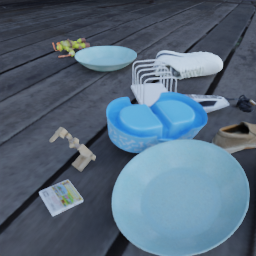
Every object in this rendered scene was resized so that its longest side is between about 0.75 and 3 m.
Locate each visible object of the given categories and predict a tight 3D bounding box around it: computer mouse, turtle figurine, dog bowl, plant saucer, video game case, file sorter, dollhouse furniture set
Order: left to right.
[{"bbox_3d":[-1.511,1.549,6.304,0.729,0.092,0.801,-21,37,-29],"label":"video game case"},{"bbox_3d":[-3.139,-4.488,15.184,1.814,0.724,2.249,-18,36,-25],"label":"turtle figurine"},{"bbox_3d":[-1.304,0.559,6.698,0.587,1.132,0.501,24,69,46],"label":"dollhouse furniture set"},{"bbox_3d":[-1.053,-3.254,13.406,2.929,0.564,2.929,1,32,0],"label":"plant saucer"},{"bbox_3d":[0.922,-1.657,10.358,1.281,1.150,1.847,-7,34,-10],"label":"file sorter"},{"bbox_3d":[0.772,-0.161,7.826,2.981,0.739,1.662,-10,46,-27],"label":"dog bowl"},{"bbox_3d":[1.018,1.374,5.747,2.719,0.523,2.719,-12,40,11],"label":"plant saucer"},{"bbox_3d":[2.882,-0.781,9.476,2.534,0.556,1.389,2,17,6],"label":"computer mouse"}]

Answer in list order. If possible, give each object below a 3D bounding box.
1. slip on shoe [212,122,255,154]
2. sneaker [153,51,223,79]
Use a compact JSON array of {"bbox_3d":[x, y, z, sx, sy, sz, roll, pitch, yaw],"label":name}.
[{"bbox_3d":[3.356,0.143,7.980,2.135,0.647,0.812,-11,34,-17],"label":"slip on shoe"},{"bbox_3d":[2.557,-2.563,12.071,2.917,1.115,1.174,4,45,13],"label":"sneaker"}]
